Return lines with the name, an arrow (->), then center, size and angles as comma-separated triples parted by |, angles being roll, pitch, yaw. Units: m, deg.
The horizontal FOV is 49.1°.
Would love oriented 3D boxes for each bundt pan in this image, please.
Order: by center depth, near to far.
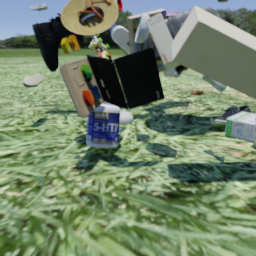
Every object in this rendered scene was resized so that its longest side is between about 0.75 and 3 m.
bundt pan -> 1.878, -3.325, 9.951 | 3.028, 1.136, 3.028 | -19, 6, 2

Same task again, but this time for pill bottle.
pill bottle -> -0.736, -0.246, 8.478 | 0.975, 1.629, 0.975 | 3, 3, 0

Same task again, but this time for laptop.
laptop -> -0.075, -1.277, 7.075 | 0.836, 1.435, 1.619 | -39, 40, -27

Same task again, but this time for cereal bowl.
cereal bowl -> 0.468, -2.900, 8.240 | 0.352, 0.845, 0.845 | 14, 17, -7
cereal bowl -> -0.255, -0.447, 11.379 | 0.922, 0.384, 0.922 | -1, 19, 0

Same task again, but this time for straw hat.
straw hat -> -1.063, -3.157, 8.320 | 1.768, 1.768, 0.748 | 1, -25, 2

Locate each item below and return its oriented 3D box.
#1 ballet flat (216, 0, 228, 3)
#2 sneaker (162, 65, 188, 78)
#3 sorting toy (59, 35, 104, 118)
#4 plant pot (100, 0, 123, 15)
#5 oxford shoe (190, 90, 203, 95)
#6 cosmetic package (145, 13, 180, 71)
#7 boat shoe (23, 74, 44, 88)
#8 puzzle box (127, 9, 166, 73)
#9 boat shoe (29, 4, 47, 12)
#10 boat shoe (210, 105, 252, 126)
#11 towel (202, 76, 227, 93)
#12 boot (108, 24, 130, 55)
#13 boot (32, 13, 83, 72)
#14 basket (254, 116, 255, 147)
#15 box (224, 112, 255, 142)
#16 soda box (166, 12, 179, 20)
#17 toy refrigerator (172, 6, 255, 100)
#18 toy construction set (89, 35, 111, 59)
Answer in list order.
ballet flat -> 2.480, -3.173, 6.495 | 0.363, 0.341, 1.004 | 5, -4, -19
sneaker -> 2.714, -3.348, 13.333 | 0.927, 2.378, 1.182 | 24, 10, -40
sorting toy -> -1.179, -1.362, 7.083 | 0.262, 1.956, 1.457 | -15, 15, 22
plant pot -> -0.655, -3.947, 8.859 | 0.733, 0.805, 0.805 | -18, 10, 26
oxford shoe -> 4.047, -2.097, 16.534 | 0.818, 0.291, 0.292 | -5, 20, -8
cosmetic package -> 0.936, -2.232, 7.357 | 0.463, 1.302, 0.685 | -23, -9, 12
boat shoe -> -3.628, -1.723, 10.622 | 0.461, 0.382, 1.284 | 39, 23, -9
puzzle box -> 0.841, -3.282, 11.196 | 1.650, 2.481, 0.315 | -24, 36, -23
boat shoe -> -3.966, -5.302, 12.432 | 0.767, 0.276, 0.252 | -14, -24, -3
boat shoe -> 3.954, -0.478, 10.760 | 2.178, 0.678, 0.812 | -11, 6, -31
towel -> 3.740, -2.221, 11.287 | 1.079, 1.261, 0.304 | 32, 8, -12
boot -> 0.185, -3.833, 13.182 | 0.970, 2.667, 1.205 | -42, 33, 10
boot -> -2.773, -3.575, 11.648 | 1.813, 2.212, 0.819 | -14, 22, 4
basket -> 5.258, -0.239, 8.571 | 2.689, 1.823, 1.659 | -14, 19, -37
box -> 4.250, -0.066, 9.770 | 1.189, 0.651, 1.347 | 17, 24, 40
soda box -> 1.658, -4.574, 12.359 | 0.840, 0.928, 2.650 | 26, 33, 31
toy refrigerator -> 2.322, -1.542, 6.142 | 2.581, 0.980, 0.903 | 21, 42, -13
toy construction set -> -1.236, -3.088, 11.831 | 0.815, 1.160, 1.769 | -15, 50, 30
